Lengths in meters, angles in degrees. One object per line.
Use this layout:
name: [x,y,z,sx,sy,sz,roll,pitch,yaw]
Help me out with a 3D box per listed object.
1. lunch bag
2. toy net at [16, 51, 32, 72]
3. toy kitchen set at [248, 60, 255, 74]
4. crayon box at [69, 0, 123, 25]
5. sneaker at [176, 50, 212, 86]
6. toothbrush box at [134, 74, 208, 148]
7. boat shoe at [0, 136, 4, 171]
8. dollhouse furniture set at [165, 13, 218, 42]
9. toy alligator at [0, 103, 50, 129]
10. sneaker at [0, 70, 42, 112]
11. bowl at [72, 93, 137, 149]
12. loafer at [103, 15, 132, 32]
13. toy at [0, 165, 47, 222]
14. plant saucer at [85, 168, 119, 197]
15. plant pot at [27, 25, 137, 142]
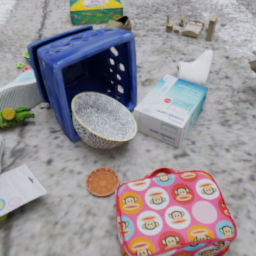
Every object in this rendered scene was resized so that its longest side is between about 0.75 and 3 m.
lunch bag: [0.989,1.985,6.782,2.643,1.083,2.328,-7,45,-7]
toy net: [-3.782,-2.678,11.963,2.166,0.418,1.136,25,50,23]
toy kitchen set: [5.877,-1.250,10.070,2.442,2.701,2.994,-6,5,-10]
crayon box: [-1.790,-6.529,15.535,2.835,0.826,1.684,-7,45,-7]
sneaker: [2.706,-2.615,11.605,1.317,0.840,2.280,16,48,11]
toothbrush box: [1.468,-0.654,9.522,1.692,0.986,2.311,24,51,22]
boat shoe: [-4.188,0.534,8.197,0.914,0.823,2.585,-18,34,-19]
dollhouse furniture set: [3.246,-5.369,14.215,2.411,1.067,1.250,19,48,18]
toy alligator: [-3.804,-0.344,9.342,2.414,0.800,0.580,-11,88,-6]
sneaker: [-3.866,-1.429,10.369,1.228,1.108,2.998,26,42,36]
bowl: [-0.886,-0.052,8.592,2.106,0.988,2.106,22,35,-17]
loafer: [-0.795,-4.765,13.721,1.006,0.893,2.647,25,50,23]
toy: [-3.519,1.995,7.042,2.585,0.610,1.489,-22,38,-34]
plant saucer: [-0.721,1.538,7.908,0.950,0.153,0.950,0,46,0]
plant pot: [-1.567,-1.755,9.412,2.876,2.876,2.586,-30,46,-27]
